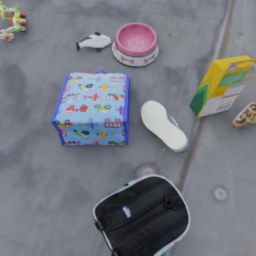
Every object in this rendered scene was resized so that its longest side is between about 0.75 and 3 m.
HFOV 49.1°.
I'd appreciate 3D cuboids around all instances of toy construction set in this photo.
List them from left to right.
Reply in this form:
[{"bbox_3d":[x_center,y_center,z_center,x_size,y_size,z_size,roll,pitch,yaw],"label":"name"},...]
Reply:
[{"bbox_3d":[-4.672,-4.263,11.210,1.085,0.762,1.654,2,69,-26],"label":"toy construction set"}]

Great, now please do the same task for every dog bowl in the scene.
[{"bbox_3d":[0.296,-3.242,10.717,1.845,0.680,1.845,1,63,-1],"label":"dog bowl"}]

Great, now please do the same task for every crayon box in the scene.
[{"bbox_3d":[2.998,-1.392,8.726,1.433,2.279,0.588,-14,57,-26],"label":"crayon box"}]

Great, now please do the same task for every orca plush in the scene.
[{"bbox_3d":[-1.392,-3.312,11.014,1.372,0.488,0.722,-28,111,-9],"label":"orca plush"}]

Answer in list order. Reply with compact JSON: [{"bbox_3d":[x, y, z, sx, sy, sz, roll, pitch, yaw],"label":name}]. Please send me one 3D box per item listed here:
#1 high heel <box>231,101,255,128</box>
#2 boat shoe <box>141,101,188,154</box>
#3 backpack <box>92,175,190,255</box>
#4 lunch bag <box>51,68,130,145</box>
[{"bbox_3d":[4.613,-0.160,9.094,2.301,0.822,1.640,-28,63,-21],"label":"high heel"},{"bbox_3d":[1.176,-0.008,9.122,0.833,0.707,2.288,-41,49,5],"label":"boat shoe"},{"bbox_3d":[0.413,2.362,7.338,2.211,1.665,1.963,-31,72,-8],"label":"backpack"},{"bbox_3d":[-1.070,-0.978,9.372,2.217,1.385,2.945,0,54,3],"label":"lunch bag"}]
